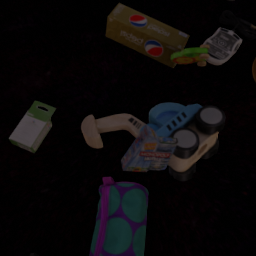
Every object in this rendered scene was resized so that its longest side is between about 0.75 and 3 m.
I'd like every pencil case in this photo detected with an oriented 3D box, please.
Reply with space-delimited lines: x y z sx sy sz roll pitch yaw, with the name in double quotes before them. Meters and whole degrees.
"pencil case" -0.303 2.561 5.924 1.185 1.287 2.786 -18 51 40

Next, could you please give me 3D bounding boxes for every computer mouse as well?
"computer mouse" 3.140 -2.816 9.182 1.441 0.577 2.628 37 62 13

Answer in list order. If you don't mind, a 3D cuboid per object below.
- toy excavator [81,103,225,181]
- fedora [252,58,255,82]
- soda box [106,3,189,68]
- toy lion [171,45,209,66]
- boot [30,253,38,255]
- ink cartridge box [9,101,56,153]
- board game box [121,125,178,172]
"toy excavator" 0.594 0.102 7.328 2.769 1.422 2.848 -37 56 -20
"fedora" 5.006 -1.845 8.417 2.359 0.962 2.359 0 63 0
"soda box" 0.463 -2.366 7.187 2.014 0.682 0.645 27 60 5
"toy lion" 1.399 -1.638 6.427 0.826 0.862 0.296 3 87 9
"boot" -2.691 3.693 5.635 1.813 0.721 2.083 -3 65 -2
"ink cartridge box" -2.593 -0.044 7.782 0.691 0.395 1.331 21 64 10
"board game box" 0.404 0.370 4.731 0.857 0.856 0.264 6 39 -16
